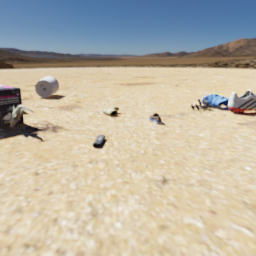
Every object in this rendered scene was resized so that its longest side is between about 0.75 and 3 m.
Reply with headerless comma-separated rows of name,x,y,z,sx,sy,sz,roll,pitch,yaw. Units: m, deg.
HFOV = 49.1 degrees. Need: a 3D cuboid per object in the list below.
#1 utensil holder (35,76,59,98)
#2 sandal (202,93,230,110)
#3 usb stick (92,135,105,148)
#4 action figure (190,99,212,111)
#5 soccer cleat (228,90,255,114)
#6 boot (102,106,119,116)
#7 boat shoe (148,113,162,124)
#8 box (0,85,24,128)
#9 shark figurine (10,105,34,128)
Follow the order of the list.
utensil holder,-5.349,-2.686,18.486,1.259,1.259,1.481,0,18,0
sandal,4.783,-1.337,14.584,1.964,0.780,0.855,8,21,30
usb stick,-0.956,0.429,9.257,0.278,0.163,1.002,1,15,6
action figure,3.803,-1.208,14.378,1.168,0.596,0.694,-13,9,-33
soccer cleat,6.162,-1.306,13.695,2.628,1.120,0.902,-3,16,-9
boot,-0.671,-0.790,13.327,0.893,0.325,0.694,-13,20,-35
boat shoe,1.180,-0.445,12.011,0.366,0.366,1.012,-6,17,-22
box,-5.812,-0.986,11.705,2.713,1.557,1.793,15,21,43
shark figurine,-3.872,-0.580,10.297,0.555,0.795,1.331,19,-36,-39
